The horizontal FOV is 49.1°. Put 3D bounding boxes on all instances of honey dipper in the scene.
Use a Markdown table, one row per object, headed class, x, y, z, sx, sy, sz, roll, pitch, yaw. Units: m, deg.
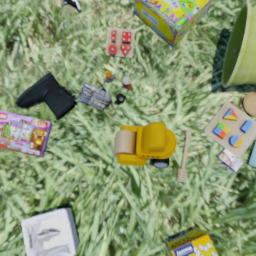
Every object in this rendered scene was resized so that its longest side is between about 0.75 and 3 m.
| class | x | y | z | sx | sy | sz | roll | pitch | yaw |
| --- | --- | --- | --- | --- | --- | --- | --- | --- | --- |
| honey dipper | 2.036 | 1.016 | 10.155 | 0.355 | 0.355 | 1.868 | 10 | 78 | 2 |

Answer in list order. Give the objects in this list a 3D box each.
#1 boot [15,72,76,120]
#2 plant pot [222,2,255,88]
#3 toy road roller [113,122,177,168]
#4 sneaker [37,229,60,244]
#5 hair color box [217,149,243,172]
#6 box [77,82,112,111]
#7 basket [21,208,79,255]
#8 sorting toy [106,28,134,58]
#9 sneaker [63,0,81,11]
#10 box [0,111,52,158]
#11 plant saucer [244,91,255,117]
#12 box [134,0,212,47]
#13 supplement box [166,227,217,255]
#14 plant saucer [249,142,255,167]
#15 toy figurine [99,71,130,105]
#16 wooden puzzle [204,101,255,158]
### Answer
| class | x | y | z | sx | sy | sz | roll | pitch | yaw |
| --- | --- | --- | --- | --- | --- | --- | --- | --- | --- |
| boot | -2.970 | -0.953 | 10.320 | 1.888 | 0.699 | 1.547 | -41 | 90 | -3 |
| plant pot | 4.807 | -2.506 | 9.351 | 2.565 | 2.790 | 2.790 | 12 | 81 | 8 |
| toy road roller | 0.566 | 0.470 | 9.489 | 2.135 | 1.558 | 1.312 | 3 | 64 | 3 |
| sneaker | -2.699 | 3.666 | 9.466 | 0.834 | 0.312 | 0.342 | 2 | 97 | -41 |
| hair color box | 3.685 | 1.169 | 10.152 | 0.800 | 0.259 | 0.437 | 40 | 83 | 8 |
| box | -1.230 | -1.101 | 10.072 | 1.072 | 0.864 | 0.263 | 24 | 58 | -14 |
| basket | -2.498 | 3.519 | 9.279 | 1.497 | 1.204 | 1.484 | -15 | 81 | -2 |
| sorting toy | -0.305 | -3.194 | 10.559 | 1.017 | 0.354 | 1.010 | 5 | 112 | -2 |
| sneaker | -2.288 | -4.962 | 11.144 | 0.534 | 0.349 | 0.955 | -26 | 74 | -1 |
| box | -3.905 | 0.235 | 10.234 | 1.933 | 0.378 | 1.323 | 12 | 81 | 2 |
| plant saucer | 4.804 | -0.880 | 10.527 | 0.989 | 0.175 | 0.989 | 0 | 81 | 0 |
| box | 1.674 | -4.679 | 10.575 | 2.134 | 1.302 | 2.055 | 44 | 83 | 7 |
| supplement box | 2.348 | 4.696 | 9.024 | 1.304 | 1.312 | 2.395 | -23 | 81 | -4 |
| plant saucer | 5.841 | 1.383 | 10.118 | 2.898 | 0.275 | 1.013 | 21 | 81 | 4 |
| toy figurine | -0.494 | -1.468 | 10.329 | 1.073 | 0.758 | 1.090 | 21 | 82 | 3 |
| wooden puzzle | 3.883 | 0.041 | 10.270 | 1.655 | 0.383 | 1.533 | 39 | 82 | 6 |
